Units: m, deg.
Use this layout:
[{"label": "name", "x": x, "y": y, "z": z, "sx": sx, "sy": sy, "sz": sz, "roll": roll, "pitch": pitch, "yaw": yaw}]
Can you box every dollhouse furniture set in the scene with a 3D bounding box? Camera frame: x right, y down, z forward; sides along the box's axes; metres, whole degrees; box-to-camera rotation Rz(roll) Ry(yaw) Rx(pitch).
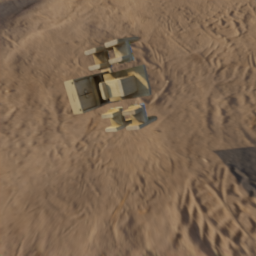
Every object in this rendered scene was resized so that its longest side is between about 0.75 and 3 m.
[{"label": "dollhouse furniture set", "x": -0.301, "y": -1.201, "z": 8.017, "sx": 2.537, "sy": 2.224, "sz": 1.686, "roll": -4, "pitch": 16, "yaw": 42}]
